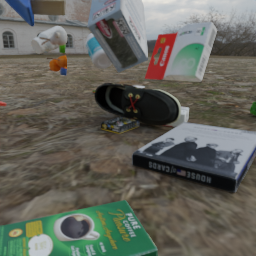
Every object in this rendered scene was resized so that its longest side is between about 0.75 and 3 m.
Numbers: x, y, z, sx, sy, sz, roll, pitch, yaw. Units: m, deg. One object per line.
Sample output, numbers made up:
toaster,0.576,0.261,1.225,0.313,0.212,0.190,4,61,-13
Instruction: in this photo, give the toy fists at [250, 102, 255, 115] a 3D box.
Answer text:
toy fists,4.373,-0.557,8.937,0.872,0.445,0.300,4,29,15

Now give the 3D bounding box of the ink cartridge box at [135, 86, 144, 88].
ink cartridge box,0.357,-1.844,13.405,0.835,0.283,0.481,6,18,19

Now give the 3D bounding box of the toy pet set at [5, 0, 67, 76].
toy pet set,-1.821,-2.255,5.552,1.095,2.062,1.925,-3,-3,-13

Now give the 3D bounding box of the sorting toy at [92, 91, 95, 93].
sorting toy,-1.298,-1.740,13.303,0.868,0.147,0.418,-7,18,-20

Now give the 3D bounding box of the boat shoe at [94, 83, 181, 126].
boat shoe,0.178,-0.677,8.033,2.851,1.043,0.893,20,20,40

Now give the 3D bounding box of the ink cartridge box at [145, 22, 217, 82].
ink cartridge box,1.580,-2.497,9.300,2.271,1.827,0.569,12,-9,38

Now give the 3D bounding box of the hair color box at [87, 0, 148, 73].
hair color box,-0.215,-3.079,7.548,0.908,1.483,2.996,-20,45,20

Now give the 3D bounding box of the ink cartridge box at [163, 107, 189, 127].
ink cartridge box,1.388,-0.350,8.294,0.698,0.401,0.961,6,18,17

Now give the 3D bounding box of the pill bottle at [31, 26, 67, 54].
pill bottle,-2.801,-3.107,9.958,0.674,0.674,1.178,14,43,39

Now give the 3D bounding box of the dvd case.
dvd case,1.574,0.431,5.878,1.940,0.319,2.581,10,20,32

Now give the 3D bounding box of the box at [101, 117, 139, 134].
box,-0.217,-0.089,7.787,0.684,0.211,0.857,15,22,36

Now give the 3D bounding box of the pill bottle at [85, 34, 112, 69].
pill bottle,-1.144,-3.003,10.723,0.809,0.809,1.460,-8,53,-24

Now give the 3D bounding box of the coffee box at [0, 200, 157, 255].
coffee box,-0.596,1.296,2.975,1.599,0.352,0.983,-7,19,-20

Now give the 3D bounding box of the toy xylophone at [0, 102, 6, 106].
toy xylophone,-5.178,-0.829,8.920,2.477,0.622,1.813,17,9,40
